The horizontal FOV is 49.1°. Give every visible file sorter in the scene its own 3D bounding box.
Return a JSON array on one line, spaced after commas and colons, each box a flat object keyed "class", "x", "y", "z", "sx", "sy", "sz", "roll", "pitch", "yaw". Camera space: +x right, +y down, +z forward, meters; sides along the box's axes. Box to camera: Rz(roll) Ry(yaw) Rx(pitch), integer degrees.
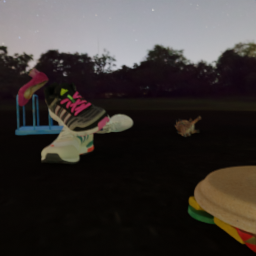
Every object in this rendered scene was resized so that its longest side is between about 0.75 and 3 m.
[{"class": "file sorter", "x": -3.676, "y": -0.669, "z": 13.259, "sx": 2.895, "sy": 1.776, "sz": 2.009, "roll": -2, "pitch": 5, "yaw": -13}]

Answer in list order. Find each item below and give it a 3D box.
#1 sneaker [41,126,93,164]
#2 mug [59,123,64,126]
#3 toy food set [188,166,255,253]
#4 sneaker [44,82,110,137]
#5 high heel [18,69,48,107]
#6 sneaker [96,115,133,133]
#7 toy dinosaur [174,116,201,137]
[{"class": "sneaker", "x": -1.528, "y": 0.183, "z": 7.287, "sx": 0.904, "sy": 1.200, "sz": 2.567, "roll": 1, "pitch": 5, "yaw": 9}, {"class": "mug", "x": -3.286, "y": -0.206, "z": 14.782, "sx": 0.779, "sy": 0.575, "sz": 0.683, "roll": 32, "pitch": -27, "yaw": 5}, {"class": "toy food set", "x": 1.900, "y": 0.903, "z": 3.210, "sx": 2.270, "sy": 0.552, "sz": 2.247, "roll": -1, "pitch": 6, "yaw": -15}, {"class": "sneaker", "x": -1.254, "y": -0.500, "z": 6.166, "sx": 0.781, "sy": 0.926, "sz": 2.116, "roll": -38, "pitch": 38, "yaw": -25}, {"class": "high heel", "x": -3.474, "y": -1.339, "z": 10.244, "sx": 0.750, "sy": 1.563, "sz": 0.526, "roll": 36, "pitch": 11, "yaw": 20}, {"class": "sneaker", "x": -0.875, "y": -0.061, "z": 12.991, "sx": 2.268, "sy": 0.845, "sz": 0.988, "roll": -8, "pitch": 18, "yaw": -7}, {"class": "toy dinosaur", "x": 2.479, "y": -0.048, "z": 12.477, "sx": 1.207, "sy": 0.764, "sz": 1.781, "roll": -8, "pitch": 2, "yaw": -13}]
